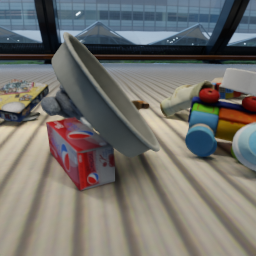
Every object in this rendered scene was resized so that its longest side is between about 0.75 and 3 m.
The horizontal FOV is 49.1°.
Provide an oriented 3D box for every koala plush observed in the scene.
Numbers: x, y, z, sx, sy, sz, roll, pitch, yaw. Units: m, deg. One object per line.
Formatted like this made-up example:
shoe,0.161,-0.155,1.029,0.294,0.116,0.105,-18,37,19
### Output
koala plush,-1.134,-0.683,7.178,1.450,1.399,1.578,29,-6,-39

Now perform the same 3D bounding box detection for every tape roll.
tape roll,2.698,-0.634,4.972,2.042,0.373,2.042,15,12,-3

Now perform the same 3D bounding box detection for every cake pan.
cake pan,-0.353,-0.456,4.479,0.425,2.315,2.315,-38,12,9

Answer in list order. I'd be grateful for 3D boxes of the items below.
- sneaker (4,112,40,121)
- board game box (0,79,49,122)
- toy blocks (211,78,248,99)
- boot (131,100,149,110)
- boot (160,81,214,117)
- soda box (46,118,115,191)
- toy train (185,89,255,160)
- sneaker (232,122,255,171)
sneaker,-2.987,-0.403,7.875,0.983,0.390,0.363,-1,14,-7
board game box,-3.143,-0.821,7.880,1.153,0.295,1.702,11,35,8
toy blocks,4.197,-1.641,11.653,2.006,1.003,1.371,8,28,33
boot,0.257,-0.806,9.542,0.809,0.298,0.626,5,12,-28
boot,1.952,-1.003,8.348,1.416,0.660,1.831,-21,10,45
soda box,-0.863,0.335,4.696,0.576,0.636,1.817,-11,19,-27
toy train,2.280,0.117,5.260,2.380,1.007,1.377,13,34,15
sneaker,2.854,0.108,3.844,2.447,0.973,1.598,0,-17,1
